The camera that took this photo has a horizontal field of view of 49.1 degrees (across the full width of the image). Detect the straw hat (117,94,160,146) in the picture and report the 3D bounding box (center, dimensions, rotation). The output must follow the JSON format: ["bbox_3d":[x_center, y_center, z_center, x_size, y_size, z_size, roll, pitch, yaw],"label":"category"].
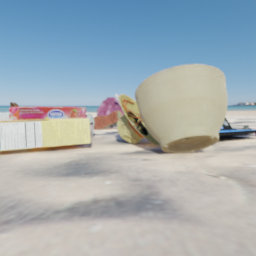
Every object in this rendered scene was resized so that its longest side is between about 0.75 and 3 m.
[{"bbox_3d":[0.139,-0.024,8.688,0.847,2.000,2.000,-41,-13,21],"label":"straw hat"}]

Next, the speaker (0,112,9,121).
[{"bbox_3d":[-6.340,-0.258,13.211,0.969,0.969,2.385,2,5,31],"label":"speaker"}]

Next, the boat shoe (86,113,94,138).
[{"bbox_3d":[-1.478,-0.099,10.869,0.344,0.934,0.300,-1,6,-14],"label":"boat shoe"}]

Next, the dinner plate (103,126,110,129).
[{"bbox_3d":[-1.623,-0.073,16.147,1.740,0.211,1.740,1,4,0],"label":"dinner plate"}]

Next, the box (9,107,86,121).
[{"bbox_3d":[-2.838,-0.175,10.002,2.456,1.172,1.224,-3,5,-37],"label":"box"}]

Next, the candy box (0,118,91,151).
[{"bbox_3d":[-2.556,0.153,7.456,2.713,0.750,1.566,-4,1,-30],"label":"candy box"}]

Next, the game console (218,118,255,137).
[{"bbox_3d":[3.243,-0.369,10.214,2.634,2.317,1.533,-2,-34,-32],"label":"game console"}]

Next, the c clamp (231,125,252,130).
[{"bbox_3d":[4.327,0.049,12.827,2.851,0.386,2.436,3,5,42],"label":"c clamp"}]

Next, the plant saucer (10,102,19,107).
[{"bbox_3d":[-5.127,-0.623,13.120,0.231,1.339,1.339,-29,19,-31],"label":"plant saucer"}]

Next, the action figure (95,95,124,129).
[{"bbox_3d":[-0.475,-0.743,16.425,2.928,1.961,2.180,23,-2,40],"label":"action figure"}]

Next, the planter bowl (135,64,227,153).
[{"bbox_3d":[1.313,-0.257,6.525,2.163,1.456,2.163,-6,-21,-2],"label":"planter bowl"}]

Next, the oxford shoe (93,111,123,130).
[{"bbox_3d":[-1.200,-0.292,14.957,2.058,0.728,0.760,-15,-16,8],"label":"oxford shoe"}]
